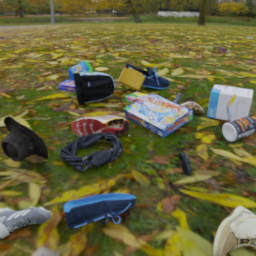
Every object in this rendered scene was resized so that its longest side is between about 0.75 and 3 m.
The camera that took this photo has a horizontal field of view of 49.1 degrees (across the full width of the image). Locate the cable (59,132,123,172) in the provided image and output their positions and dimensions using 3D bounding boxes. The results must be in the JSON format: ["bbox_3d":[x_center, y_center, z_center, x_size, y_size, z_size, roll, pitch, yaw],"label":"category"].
[{"bbox_3d":[-1.260,0.765,9.867,1.823,0.567,2.234,15,32,37],"label":"cable"}]

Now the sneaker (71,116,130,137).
[{"bbox_3d":[-1.110,-0.041,11.207,2.270,0.884,0.933,0,13,-10],"label":"sneaker"}]

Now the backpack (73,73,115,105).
[{"bbox_3d":[-1.688,-2.116,14.251,2.011,1.640,1.546,-10,15,-9],"label":"backpack"}]

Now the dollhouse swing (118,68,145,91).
[{"bbox_3d":[0.148,-2.737,15.669,1.225,1.113,1.077,23,15,-10],"label":"dollhouse swing"}]

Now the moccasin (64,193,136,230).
[{"bbox_3d":[-0.678,2.032,6.918,1.935,0.660,0.779,0,-2,-32],"label":"moccasin"}]

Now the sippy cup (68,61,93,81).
[{"bbox_3d":[-2.973,-3.357,17.252,1.214,1.656,1.301,-27,81,-27],"label":"sippy cup"}]

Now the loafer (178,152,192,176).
[{"bbox_3d":[1.910,1.163,9.110,0.330,0.319,0.939,10,37,-17],"label":"loafer"}]

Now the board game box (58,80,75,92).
[{"bbox_3d":[-3.200,-2.442,16.387,1.412,0.316,0.950,10,28,19],"label":"board game box"}]

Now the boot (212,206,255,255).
[{"bbox_3d":[2.748,2.490,6.160,1.343,0.626,1.736,19,29,38],"label":"boot"}]

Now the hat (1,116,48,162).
[{"bbox_3d":[-3.469,0.610,8.923,2.041,2.041,0.823,16,54,29],"label":"hat"}]

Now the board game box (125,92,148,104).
[{"bbox_3d":[0.645,-1.482,14.522,1.327,0.268,1.015,19,32,33],"label":"board game box"}]

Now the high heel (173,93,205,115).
[{"bbox_3d":[2.675,-0.731,13.030,1.618,1.154,0.578,32,-2,-3],"label":"high heel"}]

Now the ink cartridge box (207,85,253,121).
[{"bbox_3d":[4.585,-1.091,12.599,1.694,1.237,1.243,12,27,21],"label":"ink cartridge box"}]

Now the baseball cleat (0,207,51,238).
[{"bbox_3d":[-2.653,2.321,6.783,1.510,0.527,0.804,-5,31,12],"label":"baseball cleat"}]

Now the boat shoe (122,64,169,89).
[{"bbox_3d":[1.125,-2.951,16.032,2.964,1.018,1.247,6,29,-24],"label":"boat shoe"}]

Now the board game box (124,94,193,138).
[{"bbox_3d":[1.267,-0.625,12.217,1.748,0.445,2.583,-31,38,-25],"label":"board game box"}]

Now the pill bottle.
[{"bbox_3d":[4.454,-0.012,10.934,1.422,0.755,0.755,-18,31,-23],"label":"pill bottle"}]
